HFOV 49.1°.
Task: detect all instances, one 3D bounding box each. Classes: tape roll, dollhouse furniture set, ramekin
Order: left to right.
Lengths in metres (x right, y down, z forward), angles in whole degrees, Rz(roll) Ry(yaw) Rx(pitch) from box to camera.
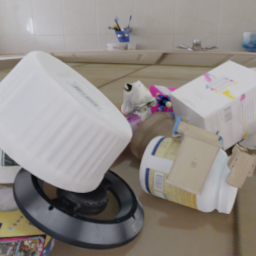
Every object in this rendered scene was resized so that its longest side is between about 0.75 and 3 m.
[{"bbox_3d":[-2.796,1.117,6.801,1.846,0.337,1.846,0,-6,0],"label":"tape roll"},{"bbox_3d":[-1.242,-0.217,5.570,2.809,1.369,2.809,40,11,-9],"label":"ramekin"},{"bbox_3d":[1.606,0.605,6.017,1.571,1.086,1.664,21,15,6],"label":"dollhouse furniture set"}]

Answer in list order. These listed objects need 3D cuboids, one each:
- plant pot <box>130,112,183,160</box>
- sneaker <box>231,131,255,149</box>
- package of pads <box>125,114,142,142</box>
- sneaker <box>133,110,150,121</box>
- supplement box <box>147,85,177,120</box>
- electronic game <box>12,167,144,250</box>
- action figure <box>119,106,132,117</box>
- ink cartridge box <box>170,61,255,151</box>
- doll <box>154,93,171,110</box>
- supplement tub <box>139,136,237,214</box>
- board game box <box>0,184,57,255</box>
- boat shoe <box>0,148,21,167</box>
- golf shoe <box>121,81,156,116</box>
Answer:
[{"bbox_3d":[1.093,0.532,8.132,1.592,1.592,1.381,-17,42,-38],"label":"plant pot"},{"bbox_3d":[4.403,0.159,9.955,2.386,0.961,1.747,-8,33,-45],"label":"sneaker"},{"bbox_3d":[-0.422,0.291,8.921,0.748,1.191,1.976,53,38,8],"label":"package of pads"},{"bbox_3d":[0.623,-0.281,10.121,1.231,1.059,2.908,39,11,-8],"label":"sneaker"},{"bbox_3d":[1.535,-0.832,9.552,1.713,0.867,0.885,3,29,-25],"label":"supplement box"},{"bbox_3d":[-0.944,1.398,5.797,2.750,0.572,2.750,21,17,-7],"label":"electronic game"},{"bbox_3d":[0.659,-0.616,12.211,2.079,0.537,0.680,8,27,-5],"label":"action figure"},{"bbox_3d":[2.958,-0.682,8.614,2.677,1.721,1.676,-29,39,-11],"label":"ink cartridge box"},{"bbox_3d":[1.011,-0.753,8.109,0.187,0.526,0.770,33,4,-34],"label":"doll"},{"bbox_3d":[1.425,1.058,6.430,1.999,1.444,1.444,12,23,29],"label":"supplement tub"},{"bbox_3d":[-2.245,2.005,4.791,1.640,0.419,2.421,18,22,7],"label":"board game box"},{"bbox_3d":[-3.644,0.559,8.840,0.960,0.975,2.706,1,30,-19],"label":"boat shoe"},{"bbox_3d":[0.180,-0.949,8.669,0.782,0.972,1.999,-30,7,-20],"label":"golf shoe"}]
